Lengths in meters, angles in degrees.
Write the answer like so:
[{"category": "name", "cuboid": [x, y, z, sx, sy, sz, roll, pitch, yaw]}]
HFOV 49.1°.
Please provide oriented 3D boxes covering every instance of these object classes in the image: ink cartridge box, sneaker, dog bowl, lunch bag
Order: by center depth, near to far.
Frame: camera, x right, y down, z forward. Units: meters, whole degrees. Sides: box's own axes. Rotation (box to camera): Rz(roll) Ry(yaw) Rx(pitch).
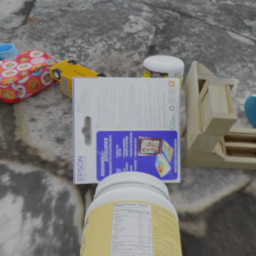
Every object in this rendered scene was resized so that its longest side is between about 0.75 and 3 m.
[{"category": "ink cartridge box", "cuboid": [-0.041, 0.056, 7.575, 2.866, 2.839, 0.622, 0, 0, -5]}, {"category": "sneaker", "cuboid": [5.186, -0.196, 9.079, 2.942, 1.126, 1.188, 37, 45, 25]}, {"category": "lunch bag", "cuboid": [-4.286, -2.209, 11.165, 2.274, 1.058, 2.582, 33, 52, 31]}, {"category": "dog bowl", "cuboid": [-6.064, -3.410, 12.925, 1.896, 0.470, 1.057, -18, 45, -20]}]

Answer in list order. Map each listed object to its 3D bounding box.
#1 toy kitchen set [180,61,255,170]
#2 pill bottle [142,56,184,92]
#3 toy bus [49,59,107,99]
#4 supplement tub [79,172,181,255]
[{"category": "toy kitchen set", "cuboid": [2.826, -0.443, 7.518, 2.460, 2.727, 2.225, 4, 61, -2]}, {"category": "pill bottle", "cuboid": [1.036, -1.045, 8.928, 1.236, 2.262, 1.236, 1, 30, -1]}, {"category": "toy bus", "cuboid": [-1.601, -1.540, 10.378, 2.904, 1.137, 0.945, 28, 51, 27]}, {"category": "supplement tub", "cuboid": [0.048, 2.439, 5.444, 1.975, 1.975, 2.716, 1, 42, 1]}]
